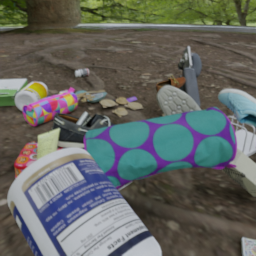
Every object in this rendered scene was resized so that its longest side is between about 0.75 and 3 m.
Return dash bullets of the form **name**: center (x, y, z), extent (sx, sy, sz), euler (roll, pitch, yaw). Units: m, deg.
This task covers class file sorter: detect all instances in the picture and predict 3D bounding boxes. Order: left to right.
- **file sorter**: center (3.856, 0.116, 9.279), extent (1.678, 1.045, 1.164), euler (-17, 32, -32)

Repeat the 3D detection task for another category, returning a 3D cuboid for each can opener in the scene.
- **can opener**: center (2.424, -1.781, 10.379), extent (1.000, 0.798, 2.992), euler (7, 57, -10)

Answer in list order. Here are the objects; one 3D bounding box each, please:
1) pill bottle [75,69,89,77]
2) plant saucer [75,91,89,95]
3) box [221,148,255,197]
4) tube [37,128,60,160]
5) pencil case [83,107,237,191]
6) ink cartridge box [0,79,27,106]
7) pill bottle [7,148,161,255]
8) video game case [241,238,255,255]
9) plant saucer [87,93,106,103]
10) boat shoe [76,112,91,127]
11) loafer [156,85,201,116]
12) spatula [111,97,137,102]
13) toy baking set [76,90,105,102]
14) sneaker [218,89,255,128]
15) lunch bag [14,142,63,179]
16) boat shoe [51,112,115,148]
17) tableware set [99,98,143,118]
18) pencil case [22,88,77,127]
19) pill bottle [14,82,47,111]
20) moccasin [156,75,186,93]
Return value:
- **pill bottle**: center (-2.777, -3.290, 16.839), extent (0.771, 0.447, 0.447), euler (-14, 30, -23)
- **plant saucer**: center (-2.323, -1.732, 14.029), extent (0.754, 0.145, 0.754), euler (1, 26, 0)
- **box**: center (2.828, 1.077, 6.800), extent (1.384, 0.569, 0.473), euler (40, 69, -4)
- **tube**: center (-2.117, 0.678, 7.343), extent (0.510, 0.457, 1.759), euler (13, 36, -23)
- **pencil case**: center (0.630, 0.450, 5.622), extent (2.901, 1.341, 1.235), euler (-12, -6, -4)
- **ink cartridge box**: center (-5.552, -1.545, 12.950), extent (1.309, 0.747, 2.521), euler (-3, 26, -6)
- **pill bottle**: center (-0.403, 1.429, 3.379), extent (1.250, 1.250, 2.251), euler (-21, 58, -36)
- **video game case**: center (2.710, 2.643, 5.174), extent (1.108, 0.139, 1.217), euler (8, 27, 15)
- **plant saucer**: center (-1.423, -1.377, 13.063), extent (0.964, 0.186, 0.964), euler (-18, 21, 7)
- **boat shoe**: center (-1.437, -0.068, 8.610), extent (0.341, 0.307, 0.965), euler (-27, 28, 54)
- **loafer**: center (1.888, -0.225, 8.606), extent (0.998, 2.855, 0.996), euler (-44, 19, 5)
- **spatula**: center (-0.392, -1.256, 13.043), extent (1.570, 0.161, 0.444), euler (-7, 26, -12)
- **toy baking set**: center (-1.921, -1.448, 13.222), extent (1.302, 0.197, 1.696), euler (10, 30, 32)
- **sneaker**: center (2.161, -0.357, 5.328), extent (0.484, 0.437, 1.182), euler (-36, 48, -25)
- **lunch bag**: center (-2.442, 0.964, 8.104), extent (1.331, 0.619, 1.512), euler (4, 25, -4)
- **boat shoe**: center (-0.865, 0.091, 8.804), extent (2.996, 1.013, 1.076), euler (5, 12, -17)
- **tableware set**: center (-0.299, -0.985, 12.344), extent (1.729, 0.201, 1.444), euler (-18, 38, -40)
- **pencil case**: center (-3.083, -0.867, 11.322), extent (1.009, 1.009, 2.282), euler (17, 33, 31)
- **pill bottle**: center (-4.223, -1.438, 12.470), extent (0.993, 0.993, 1.818), euler (2, 27, 4)
- **moccasin**: center (1.335, -1.405, 8.767), extent (0.989, 0.382, 0.362), euler (-13, 55, -5)
